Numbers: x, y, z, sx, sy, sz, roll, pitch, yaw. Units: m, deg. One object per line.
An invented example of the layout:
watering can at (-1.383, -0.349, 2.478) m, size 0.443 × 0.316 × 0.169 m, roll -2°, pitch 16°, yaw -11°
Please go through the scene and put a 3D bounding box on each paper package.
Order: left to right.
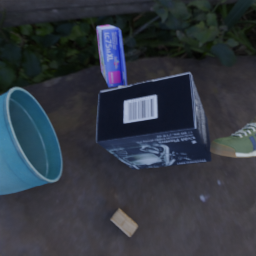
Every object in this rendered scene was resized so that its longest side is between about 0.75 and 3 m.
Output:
paper package at (-0.123, 2.926, 8.684) m, size 0.794 × 0.757 × 0.411 m, roll 39°, pitch 79°, yaw 9°

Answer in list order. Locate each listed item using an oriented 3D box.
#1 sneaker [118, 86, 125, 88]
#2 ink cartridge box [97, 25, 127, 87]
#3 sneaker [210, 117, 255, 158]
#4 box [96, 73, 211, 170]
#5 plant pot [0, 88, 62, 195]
sneaker at (-0.336, -1.062, 9.789) m, size 0.410 × 0.439 × 1.108 m, roll 38°, pitch 78°, yaw -31°
ink cartridge box at (-0.562, -2.270, 8.716) m, size 0.576 × 2.743 × 1.637 m, roll -9°, pitch 113°, yaw -10°
sneaker at (3.238, 0.191, 7.384) m, size 2.410 × 0.808 × 1.082 m, roll 4°, pitch 99°, yaw -23°
box at (0.833, 0.002, 8.007) m, size 2.609 × 2.565 × 1.617 m, roll -9°, pitch 64°, yaw 21°
plant pot at (-3.894, 0.697, 8.329) m, size 2.772 × 2.950 × 2.950 m, roll -22°, pitch 76°, yaw 5°
